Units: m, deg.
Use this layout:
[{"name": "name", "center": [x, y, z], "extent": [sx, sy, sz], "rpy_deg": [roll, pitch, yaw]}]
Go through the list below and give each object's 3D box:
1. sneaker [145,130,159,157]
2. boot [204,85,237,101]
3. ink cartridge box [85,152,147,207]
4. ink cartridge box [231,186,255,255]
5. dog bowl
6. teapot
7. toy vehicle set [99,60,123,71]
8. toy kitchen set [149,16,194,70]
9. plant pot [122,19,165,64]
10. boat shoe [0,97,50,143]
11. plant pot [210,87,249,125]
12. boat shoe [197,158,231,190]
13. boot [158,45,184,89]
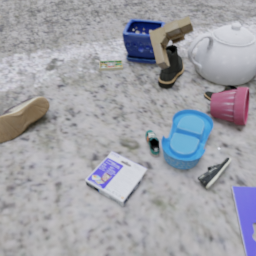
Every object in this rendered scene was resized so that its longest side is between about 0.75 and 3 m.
[{"name": "sneaker", "center": [0.767, 0.372, 8.562], "extent": [0.378, 0.423, 1.059], "rpy_deg": [-7, 43, -7]}, {"name": "boot", "center": [3.365, -1.296, 10.105], "extent": [1.167, 0.807, 0.452], "rpy_deg": [24, 48, 25]}, {"name": "ink cartridge box", "center": [-0.299, 1.337, 7.612], "extent": [1.235, 0.270, 1.246], "rpy_deg": [24, 50, 24]}, {"name": "ink cartridge box", "center": [4.042, 2.410, 6.200], "extent": [2.899, 0.629, 2.872], "rpy_deg": [2, 43, 4]}, {"name": "dog bowl", "center": [1.786, 0.332, 8.507], "extent": [1.272, 0.566, 2.281], "rpy_deg": [17, 45, 17]}, {"name": "teapot", "center": [4.017, -3.149, 11.227], "extent": [2.743, 2.030, 2.779], "rpy_deg": [16, 46, 17]}, {"name": "toy vehicle set", "center": [-0.742, -2.715, 12.158], "extent": [1.009, 0.134, 0.627], "rpy_deg": [-3, 43, -4]}, {"name": "toy kitchen set", "center": [1.039, -1.741, 6.007], "extent": [0.869, 0.709, 0.784], "rpy_deg": [-17, 75, 21]}, {"name": "plant pot", "center": [0.692, -3.741, 12.300], "extent": [1.620, 1.456, 1.620], "rpy_deg": [8, 44, 9]}, {"name": "boat shoe", "center": [-3.631, -0.303, 9.102], "extent": [2.254, 0.811, 0.730], "rpy_deg": [-39, 29, -20]}, {"name": "plant pot", "center": [3.370, -0.731, 9.309], "extent": [1.109, 1.239, 1.239], "rpy_deg": [5, 40, 28]}, {"name": "boat shoe", "center": [2.408, 1.150, 7.690], "extent": [1.250, 0.449, 0.423], "rpy_deg": [-34, 57, -29]}, {"name": "boot", "center": [1.842, -2.802, 11.196], "extent": [0.873, 1.559, 2.254], "rpy_deg": [11, 43, 12]}]
